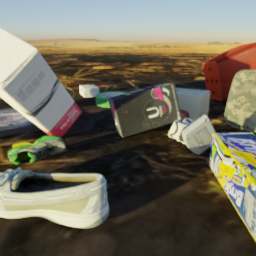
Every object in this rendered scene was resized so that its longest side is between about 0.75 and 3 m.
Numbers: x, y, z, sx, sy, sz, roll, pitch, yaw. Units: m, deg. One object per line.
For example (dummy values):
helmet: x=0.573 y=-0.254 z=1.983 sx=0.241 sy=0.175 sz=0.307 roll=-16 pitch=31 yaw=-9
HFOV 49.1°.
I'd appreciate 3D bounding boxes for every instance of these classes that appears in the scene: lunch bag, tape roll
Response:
lunch bag: x=4.638 y=-0.679 z=8.731 sx=2.742 sy=1.910 sz=2.299 roll=15 pitch=7 yaw=36
tape roll: x=-0.619 y=-1.284 z=12.592 sx=1.666 sy=0.400 sz=1.666 roll=0 pitch=18 yaw=0

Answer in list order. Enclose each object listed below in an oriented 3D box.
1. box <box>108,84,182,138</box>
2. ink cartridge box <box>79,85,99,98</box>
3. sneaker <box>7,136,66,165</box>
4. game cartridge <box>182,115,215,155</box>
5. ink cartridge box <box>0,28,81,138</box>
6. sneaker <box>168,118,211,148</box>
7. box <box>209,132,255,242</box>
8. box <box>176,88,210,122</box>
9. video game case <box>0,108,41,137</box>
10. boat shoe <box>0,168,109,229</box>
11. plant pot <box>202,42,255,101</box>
box: x=0.491 y=-0.582 z=8.552 sx=1.921 sy=1.174 sz=1.019 roll=-17 pitch=12 yaw=-9
ink cartridge box: x=-1.974 y=-1.875 z=14.222 sx=0.783 sy=0.472 sz=1.078 roll=-6 pitch=21 yaw=-20
sneaker: x=-2.208 y=0.622 z=6.932 sx=1.404 sy=0.548 sz=0.598 roll=-16 pitch=32 yaw=-20
game cartridge: x=1.669 y=0.204 z=6.542 sx=0.732 sy=1.098 sz=0.222 roll=-39 pitch=48 yaw=3
ink cartridge box: x=-2.565 y=-1.051 z=6.892 sx=1.923 sy=2.657 sz=1.121 roll=32 pitch=75 yaw=23
sneaker: x=1.904 y=0.236 z=7.825 sx=1.122 sy=0.688 sz=1.724 roll=31 pitch=8 yaw=22
box: x=2.370 y=0.942 z=5.234 sx=0.972 sy=0.892 sz=2.774 roll=-1 pitch=19 yaw=0
box: x=1.997 y=-0.895 z=10.486 sx=1.827 sy=0.996 sz=1.168 roll=10 pitch=21 yaw=28
video game case: x=-4.215 y=-0.250 z=9.789 sx=1.915 sy=0.254 sz=2.680 roll=-11 pitch=21 yaw=-28
boat shoe: x=-1.586 y=1.069 z=4.941 sx=2.605 sy=0.835 sz=0.960 roll=6 pitch=20 yaw=18
plant pot: x=4.753 y=-2.313 z=12.533 sx=2.193 sy=2.489 sz=2.486 roll=-14 pitch=11 yaw=-3
